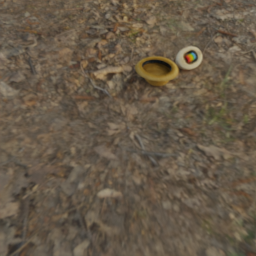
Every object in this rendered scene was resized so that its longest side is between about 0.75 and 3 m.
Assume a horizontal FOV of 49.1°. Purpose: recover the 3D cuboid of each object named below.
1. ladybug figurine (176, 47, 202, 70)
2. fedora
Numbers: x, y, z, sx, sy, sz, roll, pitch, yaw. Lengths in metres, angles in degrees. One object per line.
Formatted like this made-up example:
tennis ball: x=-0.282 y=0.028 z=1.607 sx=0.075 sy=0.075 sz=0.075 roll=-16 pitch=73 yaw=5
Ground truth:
ladybug figurine: x=2.680 y=-3.078 z=12.505 sx=1.458 sy=0.525 sz=0.990 roll=-27 pitch=91 yaw=-24
fedora: x=1.180 y=-2.284 z=11.773 sx=1.807 sy=0.737 sz=1.807 roll=0 pitch=47 yaw=0
